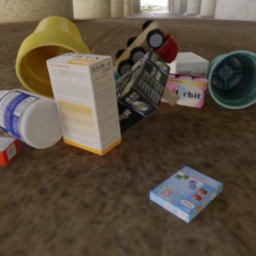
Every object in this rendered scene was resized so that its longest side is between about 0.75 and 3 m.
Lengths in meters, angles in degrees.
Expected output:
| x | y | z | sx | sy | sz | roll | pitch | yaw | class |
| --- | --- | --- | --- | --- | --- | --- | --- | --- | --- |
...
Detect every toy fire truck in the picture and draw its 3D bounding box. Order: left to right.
| x | y | z | sx | sy | sz | roll | pitch | yaw | class |
| --- | --- | --- | --- | --- | --- | --- | --- | --- | --- |
| 1.218 | -2.518 | 11.666 | 2.849 | 2.507 | 1.833 | 33 | 27 | -31 | toy fire truck |

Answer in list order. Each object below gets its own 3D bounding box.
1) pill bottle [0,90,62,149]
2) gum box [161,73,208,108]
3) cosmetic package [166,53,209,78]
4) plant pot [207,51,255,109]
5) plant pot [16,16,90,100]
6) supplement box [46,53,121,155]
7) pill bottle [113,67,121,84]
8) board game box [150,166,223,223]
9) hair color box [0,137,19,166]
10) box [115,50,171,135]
| x | y | z | sx | sy | sz | roll | pitch | yaw | class |
| --- | --- | --- | --- | --- | --- | --- | --- | --- | --- |
| -3.586 | -0.440 | 9.622 | 2.741 | 1.641 | 1.641 | 19 | 33 | 36 | pill bottle |
| 2.477 | -1.718 | 12.618 | 2.128 | 1.208 | 0.704 | 12 | 30 | 22 | gum box |
| 2.751 | -2.730 | 14.069 | 1.678 | 1.677 | 2.034 | -6 | 29 | -11 | cosmetic package |
| 4.758 | -2.379 | 12.905 | 2.461 | 2.461 | 2.410 | 3 | 20 | 6 | plant pot |
| -2.813 | -2.934 | 11.071 | 2.734 | 2.734 | 2.573 | -3 | 50 | -6 | plant pot |
| -1.283 | -0.759 | 8.555 | 1.756 | 2.786 | 1.024 | 15 | 34 | 34 | supplement box |
| -0.756 | -1.769 | 12.386 | 1.532 | 1.532 | 2.766 | 5 | 27 | 10 | pill bottle |
| 1.493 | 1.617 | 7.144 | 1.542 | 0.282 | 1.166 | -24 | 36 | -39 | board game box |
| -4.436 | 0.662 | 8.736 | 1.726 | 0.529 | 0.876 | 6 | 28 | 9 | hair color box |
| 0.274 | -1.270 | 9.903 | 1.058 | 2.012 | 2.457 | 39 | 43 | -17 | box |
